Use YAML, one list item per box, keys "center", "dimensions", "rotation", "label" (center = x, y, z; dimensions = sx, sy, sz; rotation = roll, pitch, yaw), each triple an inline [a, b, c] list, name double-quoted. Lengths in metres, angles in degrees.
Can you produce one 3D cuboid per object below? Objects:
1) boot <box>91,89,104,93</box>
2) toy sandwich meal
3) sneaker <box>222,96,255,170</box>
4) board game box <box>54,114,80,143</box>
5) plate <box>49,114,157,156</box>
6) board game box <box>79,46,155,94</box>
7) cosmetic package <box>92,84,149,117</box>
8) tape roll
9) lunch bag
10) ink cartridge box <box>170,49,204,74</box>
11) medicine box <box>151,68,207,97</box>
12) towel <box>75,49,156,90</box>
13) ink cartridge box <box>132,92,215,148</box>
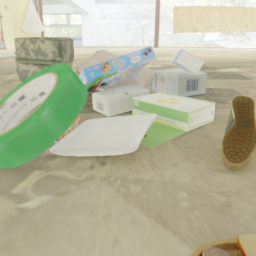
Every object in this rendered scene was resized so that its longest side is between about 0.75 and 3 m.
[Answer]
- center: [-1.052, -2.023, 12.083]
  dimensions: [1.465, 1.057, 0.531]
  rotation: [12, -9, 28]
  label: "boot"
- center: [1.353, 1.524, 2.842]
  dimensions: [1.593, 0.546, 1.593]
  rotation: [0, 19, 0]
  label: "toy sandwich meal"
- center: [2.490, 0.249, 6.261]
  dimensions: [0.660, 0.884, 1.968]
  rotation: [8, 51, 21]
  label: "sneaker"
- center: [-2.033, -0.024, 7.545]
  dimensions: [1.134, 0.347, 1.497]
  rotation: [2, 19, 5]
  label: "board game box"
- center: [-0.463, 0.187, 6.567]
  dimensions: [2.021, 0.327, 2.025]
  rotation: [-5, 20, 20]
  label: "plate"
- center: [-0.542, -1.966, 9.921]
  dimensions: [2.587, 0.473, 1.957]
  rotation: [-25, 0, -21]
  label: "board game box"
- center: [-0.227, -0.988, 9.678]
  dimensions: [1.810, 0.670, 0.920]
  rotation: [-20, 32, -37]
  label: "cosmetic package"
- center: [-2.062, -0.329, 5.921]
  dimensions: [2.513, 0.604, 2.513]
  rotation: [-24, 36, 19]
  label: "tape roll"
- center: [-3.485, -2.636, 11.984]
  dimensions: [1.974, 2.377, 2.834]
  rotation: [1, 18, 2]
  label: "lunch bag"
- center: [2.220, -2.564, 10.871]
  dimensions: [0.941, 0.542, 1.625]
  rotation: [29, 12, -6]
  label: "ink cartridge box"
- center: [2.194, -2.022, 12.335]
  dimensions: [1.662, 0.939, 1.825]
  rotation: [-11, 22, -29]
  label: "medicine box"
- center: [-0.528, -2.296, 11.722]
  dimensions: [2.986, 0.515, 1.979]
  rotation: [25, 53, 17]
  label: "towel"
- center: [0.867, -0.379, 8.124]
  dimensions: [2.100, 0.692, 2.886]
  rotation: [19, 25, 41]
  label: "ink cartridge box"
